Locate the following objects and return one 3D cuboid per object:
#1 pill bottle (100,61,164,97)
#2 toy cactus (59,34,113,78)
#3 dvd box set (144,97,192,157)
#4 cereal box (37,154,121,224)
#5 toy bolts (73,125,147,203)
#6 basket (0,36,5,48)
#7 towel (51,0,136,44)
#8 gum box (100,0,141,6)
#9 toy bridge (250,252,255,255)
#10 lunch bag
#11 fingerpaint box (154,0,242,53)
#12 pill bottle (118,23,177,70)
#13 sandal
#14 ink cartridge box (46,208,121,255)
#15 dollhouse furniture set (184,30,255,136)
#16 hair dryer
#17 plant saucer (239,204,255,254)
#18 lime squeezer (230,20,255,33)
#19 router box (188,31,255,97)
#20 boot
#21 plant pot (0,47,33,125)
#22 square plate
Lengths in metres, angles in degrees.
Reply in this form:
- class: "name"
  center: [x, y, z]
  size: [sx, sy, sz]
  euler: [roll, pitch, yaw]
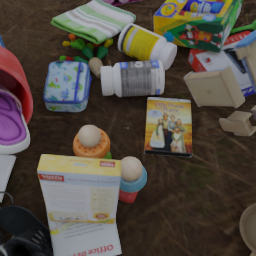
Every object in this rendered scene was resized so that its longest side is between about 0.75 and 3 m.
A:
- class: "pill bottle"
  center: [0.115, -1.513, 8.716]
  size: [1.874, 1.066, 1.066]
  euler: [-4, 59, -3]
- class: "toy cactus"
  center: [-1.245, -2.481, 9.479]
  size: [2.010, 1.028, 1.658]
  euler: [-24, 71, -23]
- class: "dvd box set"
  center: [1.199, -0.062, 8.317]
  size: [1.358, 0.273, 1.856]
  euler: [5, 60, 2]
- class: "cereal box"
  center: [-0.811, 1.149, 4.918]
  size: [1.276, 1.773, 0.350]
  euler: [5, 47, -4]
- class: "toy bolts"
  center: [-0.634, 1.096, 6.920]
  size: [2.144, 1.487, 2.048]
  euler: [22, 62, 12]
- class: "basket"
  center: [-4.623, -2.119, 8.273]
  size: [2.152, 2.440, 1.697]
  euler: [-15, 63, -8]
- class: "towel"
  center: [-1.123, -3.909, 10.039]
  size: [2.027, 0.417, 2.717]
  euler: [25, 43, 14]
- class: "gum box"
  center: [-0.240, -5.789, 11.447]
  size: [2.256, 0.746, 1.280]
  euler: [-14, 60, -8]
- class: "toy bridge"
  center: [3.867, 2.664, 6.623]
  size: [2.925, 0.398, 0.983]
  euler: [-22, 61, -11]
- class: "lunch bag"
  center: [-1.883, -1.336, 8.854]
  size: [1.351, 0.693, 1.681]
  euler: [4, 60, -1]
- class: "fingerpaint box"
  center: [2.503, -3.991, 9.816]
  size: [2.334, 1.026, 2.798]
  euler: [19, 53, 22]
- class: "pill bottle"
  center: [0.656, -2.716, 9.453]
  size: [1.806, 1.032, 1.032]
  euler: [29, 64, 16]
- class: "sandal"
  center: [-3.166, -0.544, 6.778]
  size: [1.202, 0.726, 2.953]
  euler: [-21, 51, -37]
- class: "ink cartridge box"
  center: [-0.999, 1.958, 6.261]
  size: [1.333, 1.327, 1.834]
  euler: [-11, 75, -8]
- class: "dollhouse furniture set"
  center: [3.306, -1.394, 8.271]
  size: [2.372, 1.548, 2.240]
  euler: [-38, 110, -17]
- class: "hair dryer"
  center: [-3.324, 2.974, 6.327]
  size: [2.108, 0.752, 2.767]
  euler: [32, 50, 20]
- class: "plant saucer"
  center: [3.293, 2.404, 6.494]
  size: [1.363, 0.201, 1.363]
  euler: [-5, 50, 6]
- class: "lime squeezer"
  center: [4.894, -4.087, 10.736]
  size: [2.195, 0.414, 0.775]
  euler: [-41, 37, -20]
- class: "router box"
  center: [3.566, -2.045, 9.316]
  size: [2.367, 0.578, 2.124]
  euler: [-21, 61, -12]
- class: "boot"
  center: [-2.099, 2.142, 5.464]
  size: [1.475, 1.790, 0.587]
  euler: [32, 81, -4]
- class: "plant pot"
  center: [-3.576, -1.075, 7.186]
  size: [2.192, 2.192, 1.939]
  euler: [-15, 38, -9]
- class: "square plate"
  center: [-3.843, 1.328, 7.542]
  size: [1.345, 0.191, 1.332]
  euler: [4, 60, 3]
